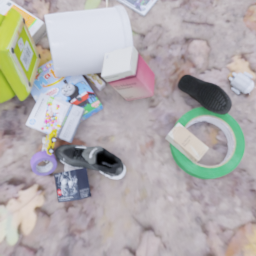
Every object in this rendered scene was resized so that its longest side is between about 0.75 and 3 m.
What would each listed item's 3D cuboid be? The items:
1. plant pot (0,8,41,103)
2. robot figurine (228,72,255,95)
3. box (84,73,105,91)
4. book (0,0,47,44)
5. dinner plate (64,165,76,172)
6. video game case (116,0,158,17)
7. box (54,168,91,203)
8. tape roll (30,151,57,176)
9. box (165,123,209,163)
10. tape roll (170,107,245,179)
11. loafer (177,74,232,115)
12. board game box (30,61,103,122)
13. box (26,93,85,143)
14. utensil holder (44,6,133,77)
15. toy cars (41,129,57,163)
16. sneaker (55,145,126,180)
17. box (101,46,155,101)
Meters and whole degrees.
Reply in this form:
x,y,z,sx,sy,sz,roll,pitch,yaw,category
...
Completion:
x,y,z,sx,sy,sz,roll,pitch,yaw,category
-4.200,-2.213,8.798,2.200,2.412,2.424,-3,53,4,plant pot
4.172,-1.641,10.269,0.977,0.552,0.828,39,117,10,robot figurine
-1.434,-2.002,10.514,0.303,0.283,1.463,-41,78,-12,box
-4.590,-4.012,10.990,2.351,0.565,1.570,36,79,11,book
-1.831,1.354,9.654,0.755,0.091,0.755,0,75,1,dinner plate
0.440,-5.417,11.568,1.431,0.167,1.301,34,76,9,video game case
-1.783,1.825,8.927,1.032,0.537,0.940,-17,80,34,box
-2.748,1.158,9.112,0.779,0.779,0.331,-27,42,-8,tape roll
1.889,0.496,9.079,1.262,0.491,0.599,40,75,9,box
2.686,0.515,9.627,2.451,0.589,2.451,0,74,0,tape roll
2.710,-1.156,9.596,0.829,0.811,2.272,-56,47,15,loafer
-2.406,-1.265,10.203,1.923,0.465,2.542,-33,75,-9,board game box
-2.446,-0.342,9.498,1.591,0.328,1.241,21,75,4,box
-1.362,-2.878,9.513,2.548,2.165,2.165,-11,74,-13,utensil holder
-2.584,0.568,8.924,0.374,1.688,0.757,13,64,-18,toy cars
-1.245,0.938,9.155,2.476,1.120,0.823,17,63,6,sneaker
0.042,-1.673,8.915,1.051,1.645,0.896,-7,65,29,box
